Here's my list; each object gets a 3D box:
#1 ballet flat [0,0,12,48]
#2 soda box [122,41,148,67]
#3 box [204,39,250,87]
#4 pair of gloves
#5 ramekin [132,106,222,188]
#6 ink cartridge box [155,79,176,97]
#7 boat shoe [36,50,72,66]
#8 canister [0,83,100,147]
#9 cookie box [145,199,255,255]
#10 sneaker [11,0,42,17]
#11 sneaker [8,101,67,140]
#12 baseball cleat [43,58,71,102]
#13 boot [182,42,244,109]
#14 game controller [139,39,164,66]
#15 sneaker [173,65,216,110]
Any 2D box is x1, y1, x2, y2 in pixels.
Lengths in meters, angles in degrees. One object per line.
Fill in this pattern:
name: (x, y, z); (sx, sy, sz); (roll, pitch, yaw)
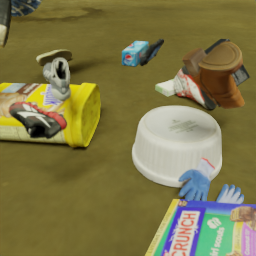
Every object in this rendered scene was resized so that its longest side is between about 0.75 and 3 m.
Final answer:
ballet flat: (-3.446, -3.352, 7.052); (0.839, 2.952, 0.981); (-3, -15, -34)
soda box: (0.367, -3.590, 13.408); (0.683, 0.646, 2.014); (11, 33, 17)
box: (2.152, -1.380, 6.398); (0.739, 1.047, 0.413); (-37, 20, 5)
pair of gloves: (1.664, 1.300, 5.419); (1.457, 0.166, 1.171); (41, 53, 7)
ramekin: (1.193, 0.298, 6.765); (2.233, 1.040, 2.233); (0, 31, 0)
ink cartridge box: (1.621, -1.521, 10.462); (0.985, 0.236, 0.717); (-20, 37, -29)
boat shoe: (-3.451, -3.343, 13.104); (1.606, 0.586, 0.505); (-24, 43, -22)
canister: (-2.408, -0.456, 7.837); (2.875, 1.244, 2.135); (3, 32, 7)
cookie box: (1.333, 1.858, 4.056); (1.893, 0.711, 1.619); (-5, 26, 33)
sneaker: (-2.931, -4.584, 9.028); (2.566, 0.989, 1.093); (-38, 24, 12)
sneaker: (-1.641, -0.113, 4.785); (1.128, 0.399, 0.551); (19, 48, 14)
baseball cleat: (-1.521, -1.242, 6.168); (0.540, 0.825, 1.550); (-7, 39, -26)
boot: (1.609, -0.765, 4.758); (0.601, 1.216, 1.566); (-43, 19, -7)
game controller: (0.529, -1.646, 6.052); (0.217, 0.537, 1.029); (45, 31, -6)
sneaker: (2.245, -1.224, 9.651); (0.596, 0.956, 1.784); (-22, 74, -33)
